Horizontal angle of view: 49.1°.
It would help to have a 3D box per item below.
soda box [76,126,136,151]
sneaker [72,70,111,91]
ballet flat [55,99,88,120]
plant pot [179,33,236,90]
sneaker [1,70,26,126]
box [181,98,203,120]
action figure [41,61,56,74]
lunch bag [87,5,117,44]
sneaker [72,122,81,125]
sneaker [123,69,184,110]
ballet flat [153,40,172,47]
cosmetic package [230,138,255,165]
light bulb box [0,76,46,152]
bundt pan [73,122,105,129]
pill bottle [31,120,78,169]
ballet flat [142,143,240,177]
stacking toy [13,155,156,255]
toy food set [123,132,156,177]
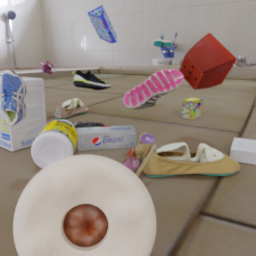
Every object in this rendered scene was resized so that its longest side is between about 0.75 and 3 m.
[{"bbox_3d":[-0.764,0.338,9.682,2.005,0.636,0.684,-3,17,-10],"label":"soda box"},{"bbox_3d":[-1.241,-1.719,9.887,1.552,0.643,0.557,3,-5,-43],"label":"sneaker"},{"bbox_3d":[-2.739,-1.035,14.067,0.814,0.805,2.393,12,19,20],"label":"ballet flat"},{"bbox_3d":[2.388,-1.984,8.962,1.136,1.288,1.289,-29,68,-19],"label":"plant pot"},{"bbox_3d":[-2.577,-0.638,6.272,0.497,1.312,0.506,3,32,3],"label":"sneaker"},{"bbox_3d":[3.104,-0.941,13.571,0.573,0.905,0.940,16,23,42],"label":"box"},{"bbox_3d":[-3.892,-3.021,13.670,0.679,0.754,1.013,2,-18,-24],"label":"action figure"},{"bbox_3d":[-0.865,-3.645,10.050,0.662,1.060,1.408,-28,36,1],"label":"lunch bag"},{"bbox_3d":[-2.349,-0.047,11.480,0.480,0.358,1.068,10,22,17],"label":"sneaker"},{"bbox_3d":[0.781,-1.127,8.575,1.930,0.712,0.844,-29,-13,2],"label":"sneaker"},{"bbox_3d":[1.832,-4.621,15.287,1.168,0.419,0.419,-1,16,-22],"label":"ballet flat"},{"bbox_3d":[4.070,0.754,8.636,1.667,0.431,1.257,7,20,24],"label":"cosmetic package"},{"bbox_3d":[-4.181,-0.631,10.016,2.283,2.303,1.437,13,19,37],"label":"light bulb box"},{"bbox_3d":[-1.475,0.151,10.636,1.253,0.470,1.253,0,15,0],"label":"bundt pan"},{"bbox_3d":[-2.149,0.407,8.544,1.145,1.145,2.036,-1,16,-5],"label":"pill bottle"},{"bbox_3d":[1.754,0.837,7.585,2.752,0.867,0.945,-2,17,-8],"label":"ballet flat"},{"bbox_3d":[-0.651,1.354,4.985,1.975,1.975,2.703,-1,0,-3],"label":"stacking toy"},{"bbox_3d":[0.195,0.681,7.760,0.324,1.307,2.057,31,0,-8],"label":"toy food set"}]
